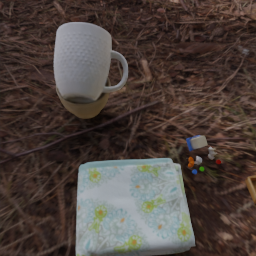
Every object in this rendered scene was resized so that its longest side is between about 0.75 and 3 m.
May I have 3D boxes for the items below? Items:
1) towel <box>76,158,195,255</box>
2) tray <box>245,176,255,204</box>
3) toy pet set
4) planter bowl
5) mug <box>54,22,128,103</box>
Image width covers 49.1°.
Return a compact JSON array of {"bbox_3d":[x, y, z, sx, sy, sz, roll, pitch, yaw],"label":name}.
[{"bbox_3d":[0.109,1.817,6.648,2.633,0.634,2.254,-4,51,-3],"label":"towel"},{"bbox_3d":[3.761,1.520,7.137,1.325,0.245,0.653,-6,52,-4],"label":"tray"},{"bbox_3d":[1.860,0.696,7.577,0.977,0.519,0.912,-14,85,-27],"label":"toy pet set"},{"bbox_3d":[-1.320,-0.954,8.564,1.561,1.051,1.561,1,54,-1],"label":"planter bowl"},{"bbox_3d":[-1.022,-1.669,7.833,2.085,1.540,1.828,6,81,-12],"label":"mug"}]
